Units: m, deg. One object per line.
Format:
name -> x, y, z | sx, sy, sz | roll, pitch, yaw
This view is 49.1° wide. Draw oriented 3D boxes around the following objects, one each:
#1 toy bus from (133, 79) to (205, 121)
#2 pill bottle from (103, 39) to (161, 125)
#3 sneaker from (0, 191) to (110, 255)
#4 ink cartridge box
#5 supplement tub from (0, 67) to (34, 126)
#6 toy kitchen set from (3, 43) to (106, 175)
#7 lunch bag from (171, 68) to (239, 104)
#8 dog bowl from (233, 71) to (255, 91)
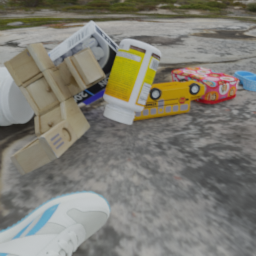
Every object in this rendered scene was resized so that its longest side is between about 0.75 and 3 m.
toy bus -> 1.332, -1.078, 10.331 | 2.904, 1.137, 0.945 | -9, 24, -17
pill bottle -> 0.043, -1.293, 8.125 | 1.236, 2.262, 1.236 | 19, 7, -2
sneaker -> -1.481, 2.088, 4.497 | 2.942, 1.126, 1.188 | -24, 42, -26
ink cartridge box -> -1.280, -1.746, 9.321 | 2.839, 2.866, 0.622 | -26, 55, 27
supplement tub -> -4.751, -1.105, 9.537 | 2.716, 1.975, 1.975 | 6, 28, 12
toy kitchen set -> -1.934, -0.870, 7.014 | 2.225, 2.727, 2.460 | -26, 12, 17
lunch bag -> 3.353, -1.952, 12.140 | 2.274, 1.058, 2.582 | -17, 32, -29
dog bowl -> 5.789, -2.277, 13.431 | 1.057, 0.470, 1.896 | -6, 29, -13
